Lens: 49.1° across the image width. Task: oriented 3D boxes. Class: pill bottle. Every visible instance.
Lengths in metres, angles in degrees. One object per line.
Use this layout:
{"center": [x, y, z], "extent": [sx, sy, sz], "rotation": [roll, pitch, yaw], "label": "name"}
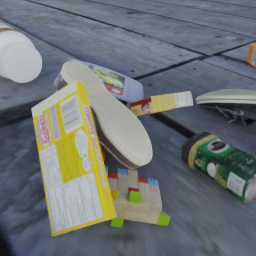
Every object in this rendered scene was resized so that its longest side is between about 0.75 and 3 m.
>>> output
{"center": [-4.096, -2.581, 9.662], "extent": [1.578, 1.578, 2.760], "rotation": [-22, 39, -30], "label": "pill bottle"}

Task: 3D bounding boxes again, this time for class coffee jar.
{"center": [1.818, 0.674, 5.418], "extent": [0.830, 0.679, 1.591], "rotation": [-23, 37, -28], "label": "coffee jar"}

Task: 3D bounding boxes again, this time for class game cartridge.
{"center": [-0.668, -1.133, 7.405], "extent": [2.246, 0.459, 1.495], "rotation": [18, 29, -9], "label": "game cartridge"}

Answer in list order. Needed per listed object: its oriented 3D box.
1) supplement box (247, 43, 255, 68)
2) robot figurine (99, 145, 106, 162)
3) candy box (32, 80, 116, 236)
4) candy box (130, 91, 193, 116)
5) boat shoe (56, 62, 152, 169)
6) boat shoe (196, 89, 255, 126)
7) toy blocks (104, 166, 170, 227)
{"center": [5.219, -2.350, 10.068], "extent": [0.771, 0.797, 2.318], "rotation": [-7, 36, -6], "label": "supplement box"}
{"center": [-0.669, 0.146, 6.354], "extent": [1.103, 0.443, 1.521], "rotation": [-29, 43, -7], "label": "robot figurine"}
{"center": [-0.923, 0.450, 4.400], "extent": [1.116, 2.183, 0.288], "rotation": [-26, -21, 30], "label": "candy box"}
{"center": [0.769, -0.549, 6.397], "extent": [1.283, 0.362, 0.749], "rotation": [-11, 0, -38], "label": "candy box"}
{"center": [-0.556, -0.177, 5.616], "extent": [2.611, 0.777, 0.938], "rotation": [49, 39, 14], "label": "boat shoe"}
{"center": [2.977, -0.510, 7.200], "extent": [1.039, 0.867, 2.786], "rotation": [-22, 23, -40], "label": "boat shoe"}
{"center": [-0.040, 1.116, 4.955], "extent": [1.484, 0.742, 1.015], "rotation": [10, 25, -5], "label": "toy blocks"}
